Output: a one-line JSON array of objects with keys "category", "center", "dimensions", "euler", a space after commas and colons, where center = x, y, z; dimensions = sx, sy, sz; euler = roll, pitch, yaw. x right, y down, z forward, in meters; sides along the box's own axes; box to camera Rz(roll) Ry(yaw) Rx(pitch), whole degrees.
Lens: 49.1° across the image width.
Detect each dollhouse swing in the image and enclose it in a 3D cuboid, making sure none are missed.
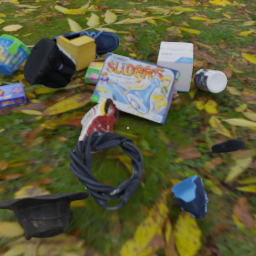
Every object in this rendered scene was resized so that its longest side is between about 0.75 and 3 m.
[{"category": "dollhouse swing", "center": [-2.085, -3.155, 11.233], "dimensions": [1.113, 1.225, 1.077], "euler": [-31, 63, -28]}]

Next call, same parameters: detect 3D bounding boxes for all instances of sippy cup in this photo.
[{"category": "sippy cup", "center": [-4.755, -2.807, 11.107], "dimensions": [1.301, 1.656, 1.214], "euler": [20, 68, 7]}]

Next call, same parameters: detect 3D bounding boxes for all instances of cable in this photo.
[{"category": "cable", "center": [-0.458, 0.867, 6.874], "dimensions": [1.823, 0.567, 2.234], "euler": [40, 37, 3]}]

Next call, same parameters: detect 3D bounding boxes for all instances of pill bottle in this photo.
[{"category": "pill bottle", "center": [2.882, -1.736, 10.161], "dimensions": [0.755, 0.755, 1.422], "euler": [-8, 17, -10]}]

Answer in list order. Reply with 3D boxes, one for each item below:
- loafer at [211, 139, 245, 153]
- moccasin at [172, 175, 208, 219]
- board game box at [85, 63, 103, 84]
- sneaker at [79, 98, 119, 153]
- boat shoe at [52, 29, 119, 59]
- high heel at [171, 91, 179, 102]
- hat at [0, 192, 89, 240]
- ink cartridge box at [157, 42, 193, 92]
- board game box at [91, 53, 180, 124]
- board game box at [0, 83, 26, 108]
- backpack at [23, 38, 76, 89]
[{"category": "loafer", "center": [2.700, 0.488, 7.512], "dimensions": [0.330, 0.319, 0.939], "euler": [-2, -12, -43]}, {"category": "moccasin", "center": [1.354, 1.547, 6.184], "dimensions": [0.779, 1.935, 0.660], "euler": [-33, 83, 14]}, {"category": "board game box", "center": [-0.954, -2.161, 11.134], "dimensions": [1.327, 0.268, 1.015], "euler": [5, 49, 6]}, {"category": "sneaker", "center": [-0.959, 0.013, 8.327], "dimensions": [0.933, 0.884, 2.270], "euler": [-24, 24, 27]}, {"category": "boat shoe", "center": [-1.892, -3.592, 12.223], "dimensions": [2.964, 1.247, 1.018], "euler": [-6, 15, 7]}, {"category": "high heel", "center": [0.851, -1.177, 9.456], "dimensions": [1.154, 0.578, 1.618], "euler": [5, 10, -33]}, {"category": "hat", "center": [-1.750, 1.840, 5.737], "dimensions": [2.041, 2.041, 0.823], "euler": [-7, 75, -8]}, {"category": "ink cartridge box", "center": [1.781, -2.368, 10.724], "dimensions": [1.243, 1.237, 1.694], "euler": [6, 40, 8]}, {"category": "board game box", "center": [0.216, -1.343, 9.303], "dimensions": [2.583, 1.748, 0.445], "euler": [18, 1, 20]}, {"category": "board game box", "center": [-4.444, -1.119, 9.996], "dimensions": [1.412, 0.316, 0.950], "euler": [-14, 43, -16]}, {"category": "backpack", "center": [-2.695, -2.172, 9.983], "dimensions": [1.546, 1.640, 2.011], "euler": [35, 9, 27]}]
